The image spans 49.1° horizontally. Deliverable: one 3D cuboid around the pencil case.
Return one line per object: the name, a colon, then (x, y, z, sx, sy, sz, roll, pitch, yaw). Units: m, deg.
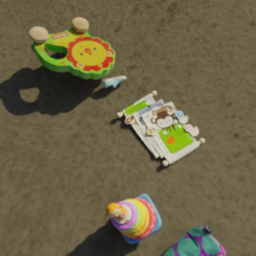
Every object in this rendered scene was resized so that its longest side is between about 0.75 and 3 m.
pencil case: (1.649, 4.254, 8.528, 2.766, 1.278, 1.177, -39, 115, -10)

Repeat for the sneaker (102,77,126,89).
sneaker: (-0.520, -1.761, 10.971, 0.949, 0.351, 0.389, -15, 96, -12)

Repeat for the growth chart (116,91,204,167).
growth chart: (1.262, -0.039, 10.520, 2.113, 0.259, 2.920, -38, 76, -13)

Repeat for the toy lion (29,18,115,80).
toy lion: (-1.983, -2.851, 10.672, 2.746, 0.943, 2.632, -24, 69, -25)

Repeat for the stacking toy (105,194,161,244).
stacking toy: (-0.024, 2.616, 8.367, 1.372, 2.364, 1.297, -32, 58, 6)
